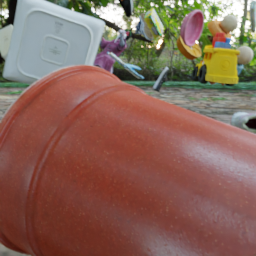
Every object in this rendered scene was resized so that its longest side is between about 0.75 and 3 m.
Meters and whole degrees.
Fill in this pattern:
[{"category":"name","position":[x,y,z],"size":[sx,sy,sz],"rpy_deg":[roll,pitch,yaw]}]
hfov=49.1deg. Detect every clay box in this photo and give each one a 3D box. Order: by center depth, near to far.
[{"category":"clay box","position":[0.739,-3.005,8.068],"size":[0.265,0.640,1.113],"rpy_deg":[-24,26,23]}]

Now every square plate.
[{"category":"square plate","position":[-2.304,-2.420,8.709],"size":[2.640,2.615,0.375],"rpy_deg":[14,15,-17]}]

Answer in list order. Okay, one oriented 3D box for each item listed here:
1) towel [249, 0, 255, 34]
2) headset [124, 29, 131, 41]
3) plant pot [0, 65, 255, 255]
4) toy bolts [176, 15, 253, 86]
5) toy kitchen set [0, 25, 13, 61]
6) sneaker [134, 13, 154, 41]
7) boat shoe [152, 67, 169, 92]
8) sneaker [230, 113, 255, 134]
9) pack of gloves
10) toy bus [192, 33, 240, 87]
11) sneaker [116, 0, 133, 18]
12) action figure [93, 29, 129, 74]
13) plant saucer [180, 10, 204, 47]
[{"category":"towel","position":[4.471,-3.978,10.017],"size":[0.230,0.954,0.817],"rpy_deg":[2,38,32]},{"category":"headset","position":[-0.222,-4.215,12.821],"size":[0.526,0.852,0.400],"rpy_deg":[38,-12,20]},{"category":"plant pot","position":[0.261,0.766,2.949],"size":[2.416,2.484,2.484],"rpy_deg":[19,21,35]},{"category":"toy bolts","position":[3.742,-3.354,11.652],"size":[2.663,2.788,1.934],"rpy_deg":[-11,-19,-43]},{"category":"toy kitchen set","position":[-3.194,-3.046,10.716],"size":[2.555,2.047,1.505],"rpy_deg":[-26,57,0]},{"category":"sneaker","position":[0.623,-3.670,10.742],"size":[0.469,1.337,0.725],"rpy_deg":[1,-31,-23]},{"category":"boat shoe","position":[1.596,-2.192,12.920],"size":[0.413,1.247,0.436],"rpy_deg":[32,-10,7]},{"category":"sneaker","position":[5.067,-0.162,10.437],"size":[2.218,0.902,0.978],"rpy_deg":[-7,12,7]},{"category":"pack of gloves","position":[-0.057,-2.358,10.280],"size":[1.570,0.310,1.319],"rpy_deg":[35,8,-20]},{"category":"toy bus","position":[2.923,-2.288,9.351],"size":[1.177,1.665,1.735],"rpy_deg":[3,14,-5]},{"category":"sneaker","position":[-0.212,-3.066,6.513],"size":[0.483,1.073,0.375],"rpy_deg":[-12,-1,-15]},{"category":"action figure","position":[-0.681,-3.169,12.138],"size":[1.783,2.662,1.982],"rpy_deg":[25,-19,43]},{"category":"plant saucer","position":[1.360,-2.154,6.044],"size":[0.191,0.755,0.755],"rpy_deg":[28,26,32]}]
